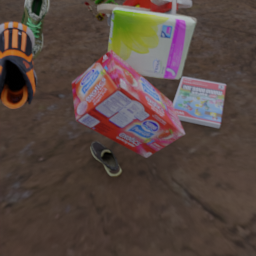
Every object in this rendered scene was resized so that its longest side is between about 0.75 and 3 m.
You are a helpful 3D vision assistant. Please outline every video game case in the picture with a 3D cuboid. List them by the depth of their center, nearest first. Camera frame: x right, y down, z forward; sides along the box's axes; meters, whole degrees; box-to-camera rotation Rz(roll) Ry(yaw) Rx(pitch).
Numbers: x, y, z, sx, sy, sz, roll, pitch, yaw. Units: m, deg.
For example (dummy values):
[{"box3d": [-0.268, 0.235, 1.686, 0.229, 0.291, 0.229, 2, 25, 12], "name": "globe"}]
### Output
[{"box3d": [2.688, -1.052, 10.623, 1.789, 0.218, 2.502, 13, 46, 13], "name": "video game case"}]

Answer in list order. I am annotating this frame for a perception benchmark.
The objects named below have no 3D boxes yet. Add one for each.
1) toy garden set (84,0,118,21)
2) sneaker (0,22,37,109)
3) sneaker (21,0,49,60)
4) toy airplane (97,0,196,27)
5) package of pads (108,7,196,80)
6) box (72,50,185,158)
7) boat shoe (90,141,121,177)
[{"box3d": [-1.054, -4.551, 10.596, 1.009, 1.210, 0.241, -24, 67, 31], "name": "toy garden set"}, {"box3d": [-2.470, -0.889, 6.005, 0.962, 2.480, 1.389, 0, 63, -16], "name": "sneaker"}, {"box3d": [-2.732, -2.980, 7.975, 0.787, 2.047, 0.907, 7, 10, -20], "name": "sneaker"}, {"box3d": [0.717, -3.552, 9.078, 2.775, 1.958, 2.763, 18, 26, 12], "name": "toy airplane"}, {"box3d": [0.457, -1.859, 6.370, 1.805, 1.394, 0.615, 6, 33, -7], "name": "package of pads"}, {"box3d": [0.055, -0.411, 6.339, 1.222, 2.451, 1.170, -34, 49, 24], "name": "box"}, {"box3d": [-0.674, 0.832, 8.479, 0.542, 0.480, 1.480, -27, 50, -25], "name": "boat shoe"}]
